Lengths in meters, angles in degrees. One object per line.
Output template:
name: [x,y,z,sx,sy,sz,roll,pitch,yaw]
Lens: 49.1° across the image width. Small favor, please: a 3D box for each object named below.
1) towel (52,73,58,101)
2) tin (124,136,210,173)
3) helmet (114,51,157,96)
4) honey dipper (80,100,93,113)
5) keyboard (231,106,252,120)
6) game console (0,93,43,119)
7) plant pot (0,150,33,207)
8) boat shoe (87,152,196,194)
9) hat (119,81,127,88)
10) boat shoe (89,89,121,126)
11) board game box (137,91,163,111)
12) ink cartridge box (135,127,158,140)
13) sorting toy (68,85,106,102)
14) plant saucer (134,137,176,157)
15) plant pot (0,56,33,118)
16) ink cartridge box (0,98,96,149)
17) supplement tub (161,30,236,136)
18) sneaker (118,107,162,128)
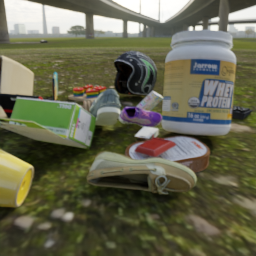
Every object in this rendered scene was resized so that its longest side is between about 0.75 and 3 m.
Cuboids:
towel: [-3.678,-2.064,13.998,0.177,1.195,1.630,-1,21,-10]
tin: [1.037,0.736,7.348,2.355,0.493,1.318,-7,31,-20]
helmet: [0.351,-2.694,13.882,2.204,2.101,2.204,5,4,0]
honey dipper: [-2.589,-0.734,11.496,2.908,0.552,0.552,-8,21,-9]
keyboard: [3.581,-0.850,11.935,2.870,0.368,1.723,14,25,36]
game console: [-3.519,-0.587,9.647,1.745,1.543,0.271,5,48,13]
plant pot: [-2.686,1.018,5.665,1.259,1.338,1.338,16,20,-3]
boat shoe: [0.268,1.094,6.044,2.307,0.841,0.726,11,46,13]
hat: [-0.103,-2.149,13.843,0.758,0.306,0.758,2,10,0]
boat shoe: [-0.802,-0.584,9.242,0.936,0.794,2.570,3,-10,-16]
board game box: [0.739,-0.873,10.729,0.195,1.139,0.766,54,19,23]
ink cartridge box: [0.604,0.242,9.125,0.508,0.235,0.932,8,23,22]
sorting toy: [-1.978,-1.770,14.154,1.518,0.528,1.509,12,23,29]
plant saucer: [0.661,0.446,6.986,0.782,0.144,0.784,-24,22,-34]
plant pot: [-5.315,-1.699,11.669,2.368,2.371,2.099,9,8,23]
ink cartridge box: [-2.366,-0.298,7.549,2.010,1.030,2.720,8,-13,20]
supplement tub: [2.207,-1.338,8.864,2.161,2.988,2.161,3,5,0]
sneaker: [0.442,-0.427,9.899,1.553,0.687,0.625,6,64,-3]
